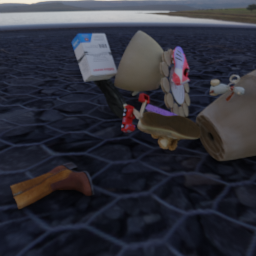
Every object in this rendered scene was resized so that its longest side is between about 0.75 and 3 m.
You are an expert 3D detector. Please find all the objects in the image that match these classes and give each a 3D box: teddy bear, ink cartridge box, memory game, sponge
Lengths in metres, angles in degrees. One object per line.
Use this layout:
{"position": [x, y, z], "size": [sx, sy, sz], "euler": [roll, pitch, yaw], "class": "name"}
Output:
{"position": [1.207, 0.229, 9.170], "size": [1.148, 0.529, 1.583], "euler": [39, 29, -3], "class": "teddy bear"}
{"position": [-1.320, -2.750, 10.972], "size": [1.244, 1.704, 0.719], "euler": [-14, -6, -38], "class": "ink cartridge box"}
{"position": [1.848, -1.647, 10.883], "size": [0.180, 2.832, 2.832], "euler": [-9, 19, 30], "class": "memory game"}
{"position": [1.492, -0.333, 10.370], "size": [1.674, 0.934, 0.250], "euler": [27, 79, 41], "class": "sponge"}

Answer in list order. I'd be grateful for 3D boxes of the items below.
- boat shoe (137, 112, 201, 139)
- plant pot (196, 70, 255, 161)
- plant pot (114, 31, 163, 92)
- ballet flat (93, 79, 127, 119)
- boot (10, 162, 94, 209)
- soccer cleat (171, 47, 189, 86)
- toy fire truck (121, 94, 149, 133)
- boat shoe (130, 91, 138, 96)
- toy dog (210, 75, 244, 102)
{"position": [1.199, -0.001, 8.217], "size": [1.843, 0.595, 0.657], "euler": [15, 58, -6], "class": "boat shoe"}
{"position": [3.442, -0.163, 8.505], "size": [2.294, 2.644, 2.644], "euler": [-22, 30, -9], "class": "plant pot"}
{"position": [0.691, -2.389, 11.141], "size": [1.593, 2.372, 2.372], "euler": [27, 31, 5], "class": "plant pot"}
{"position": [-0.601, -1.490, 11.754], "size": [0.812, 0.950, 2.858], "euler": [-13, 54, -31], "class": "ballet flat"}
{"position": [-1.884, 1.496, 6.935], "size": [1.748, 0.599, 1.646], "euler": [-19, 32, -32], "class": "boot"}
{"position": [1.987, -2.319, 10.395], "size": [0.646, 0.563, 1.689], "euler": [-9, 60, 32], "class": "soccer cleat"}
{"position": [0.172, -0.349, 6.934], "size": [0.227, 0.932, 0.657], "euler": [20, -16, -41], "class": "toy fire truck"}
{"position": [0.531, -2.181, 12.967], "size": [0.668, 1.998, 0.569], "euler": [-35, 85, -35], "class": "boat shoe"}
{"position": [2.660, -1.043, 7.790], "size": [0.954, 0.629, 0.459], "euler": [-6, 31, 44], "class": "toy dog"}
